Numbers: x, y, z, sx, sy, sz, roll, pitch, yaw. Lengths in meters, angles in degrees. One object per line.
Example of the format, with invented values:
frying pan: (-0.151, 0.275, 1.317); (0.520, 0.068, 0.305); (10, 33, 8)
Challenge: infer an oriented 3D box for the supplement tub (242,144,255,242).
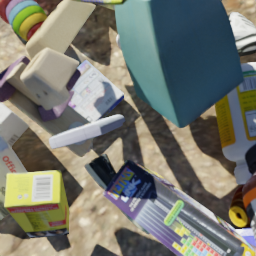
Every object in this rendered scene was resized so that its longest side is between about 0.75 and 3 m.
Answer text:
supplement tub: (2.771, 1.607, 4.339); (1.598, 1.598, 2.987); (-4, 55, -1)

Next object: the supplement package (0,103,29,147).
supplement package: (-3.904, -0.348, 7.151); (2.095, 1.255, 1.270); (37, 78, 9)

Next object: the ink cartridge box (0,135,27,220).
ink cartridge box: (-2.854, 1.171, 5.354); (1.796, 1.311, 0.755); (-35, 35, -21)

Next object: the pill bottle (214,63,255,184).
pill bottle: (3.039, -0.048, 6.924); (1.545, 1.545, 2.739); (-5, 75, -1)

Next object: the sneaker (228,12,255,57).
sneaker: (2.746, -2.624, 8.111); (2.120, 0.800, 1.220); (-12, 67, -11)

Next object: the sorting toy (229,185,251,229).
sorting toy: (3.079, 2.449, 6.221); (0.992, 1.452, 2.417); (-10, 43, -31)

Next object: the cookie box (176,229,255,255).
cookie box: (2.244, 3.198, 5.877); (2.222, 0.835, 1.900); (-19, 73, 34)

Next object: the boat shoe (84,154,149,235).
boat shoe: (-0.072, 1.165, 5.235); (0.573, 0.646, 1.728); (-42, 67, -9)

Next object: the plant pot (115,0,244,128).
plant pot: (0.801, -1.529, 4.973); (1.598, 2.261, 1.598); (-37, 44, -9)

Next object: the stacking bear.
stacking bear: (-2.669, -2.876, 7.975); (1.150, 1.077, 1.894); (-41, 86, 1)

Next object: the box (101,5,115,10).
box: (-0.259, -4.590, 8.419); (2.000, 0.967, 1.759); (21, 76, 5)

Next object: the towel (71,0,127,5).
towel: (-0.415, -1.793, 3.530); (0.992, 0.113, 0.712); (16, 55, 14)

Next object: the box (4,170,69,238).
box: (-1.529, 1.466, 5.071); (0.842, 2.237, 0.561); (-2, 58, -10)

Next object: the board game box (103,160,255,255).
board game box: (0.696, 1.190, 3.813); (1.614, 1.952, 0.554); (33, 87, 20)

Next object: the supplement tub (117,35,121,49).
supplement tub: (0.526, -2.750, 7.854); (1.127, 1.127, 1.554); (32, 77, 8)

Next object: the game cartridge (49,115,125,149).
game cartridge: (-0.481, 0.048, 3.089); (0.788, 0.525, 0.164); (-16, 92, 35)

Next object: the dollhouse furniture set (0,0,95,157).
dollhouse furniture set: (-0.661, -0.954, 4.816); (1.950, 2.177, 2.747); (42, 56, -31)

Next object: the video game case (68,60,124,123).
video game case: (-1.201, -0.811, 7.731); (1.488, 0.373, 1.642); (43, 79, 10)
